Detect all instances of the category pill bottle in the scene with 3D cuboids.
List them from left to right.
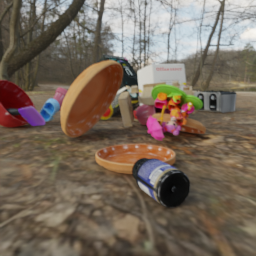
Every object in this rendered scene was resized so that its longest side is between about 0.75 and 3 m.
[{"bbox_3d":[0.474,0.829,4.554,0.584,0.584,1.045,-4,11,-24],"label":"pill bottle"}]

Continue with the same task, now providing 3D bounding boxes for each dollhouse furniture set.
[{"bbox_3d":[1.174,-0.995,11.125,2.755,1.220,1.428,-6,27,14],"label":"dollhouse furniture set"}]

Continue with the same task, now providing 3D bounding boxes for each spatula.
[{"bbox_3d":[-3.693,-0.471,9.681,2.785,0.787,0.286,11,53,49],"label":"spatula"}]

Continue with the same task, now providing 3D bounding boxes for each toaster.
[{"bbox_3d":[5.314,-1.645,17.012,2.130,1.264,1.926,-8,12,-39],"label":"toaster"}]

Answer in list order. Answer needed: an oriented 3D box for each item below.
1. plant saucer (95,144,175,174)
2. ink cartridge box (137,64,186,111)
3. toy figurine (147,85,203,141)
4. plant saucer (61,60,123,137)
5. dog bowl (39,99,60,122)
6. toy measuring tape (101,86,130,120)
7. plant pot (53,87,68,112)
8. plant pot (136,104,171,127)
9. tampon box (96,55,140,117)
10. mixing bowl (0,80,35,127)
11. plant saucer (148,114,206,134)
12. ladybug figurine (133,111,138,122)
[{"bbox_3d":[0.161,0.687,6.294,1.775,0.286,1.775,0,9,0],"label":"plant saucer"},{"bbox_3d":[1.606,-1.714,13.338,1.749,2.375,1.718,-5,2,-22],"label":"ink cartridge box"},{"bbox_3d":[1.221,-0.287,8.288,1.621,1.492,1.217,15,-26,16],"label":"toy figurine"},{"bbox_3d":[-1.205,-0.966,8.970,0.524,2.802,2.802,36,20,13],"label":"plant saucer"},{"bbox_3d":[-3.356,-0.722,11.859,0.633,1.137,0.282,42,30,0],"label":"dog bowl"},{"bbox_3d":[-0.772,-1.041,13.160,2.372,0.873,0.873,-34,18,-10],"label":"toy measuring tape"},{"bbox_3d":[-2.984,-1.223,12.563,0.917,0.821,0.917,28,-19,11],"label":"plant pot"},{"bbox_3d":[1.005,-0.619,11.523,1.137,1.270,1.270,-13,-1,41],"label":"plant pot"},{"bbox_3d":[-0.522,-2.212,14.818,1.709,2.707,2.029,-40,-14,32],"label":"tampon box"},{"bbox_3d":[-4.804,-0.777,11.193,1.088,2.008,2.008,-33,0,17],"label":"mixing bowl"},{"bbox_3d":[1.639,-0.161,9.435,1.944,0.314,1.944,13,-3,1],"label":"plant saucer"},{"bbox_3d":[0.442,-0.565,12.793,0.895,0.322,0.607,-6,49,-43],"label":"ladybug figurine"}]
